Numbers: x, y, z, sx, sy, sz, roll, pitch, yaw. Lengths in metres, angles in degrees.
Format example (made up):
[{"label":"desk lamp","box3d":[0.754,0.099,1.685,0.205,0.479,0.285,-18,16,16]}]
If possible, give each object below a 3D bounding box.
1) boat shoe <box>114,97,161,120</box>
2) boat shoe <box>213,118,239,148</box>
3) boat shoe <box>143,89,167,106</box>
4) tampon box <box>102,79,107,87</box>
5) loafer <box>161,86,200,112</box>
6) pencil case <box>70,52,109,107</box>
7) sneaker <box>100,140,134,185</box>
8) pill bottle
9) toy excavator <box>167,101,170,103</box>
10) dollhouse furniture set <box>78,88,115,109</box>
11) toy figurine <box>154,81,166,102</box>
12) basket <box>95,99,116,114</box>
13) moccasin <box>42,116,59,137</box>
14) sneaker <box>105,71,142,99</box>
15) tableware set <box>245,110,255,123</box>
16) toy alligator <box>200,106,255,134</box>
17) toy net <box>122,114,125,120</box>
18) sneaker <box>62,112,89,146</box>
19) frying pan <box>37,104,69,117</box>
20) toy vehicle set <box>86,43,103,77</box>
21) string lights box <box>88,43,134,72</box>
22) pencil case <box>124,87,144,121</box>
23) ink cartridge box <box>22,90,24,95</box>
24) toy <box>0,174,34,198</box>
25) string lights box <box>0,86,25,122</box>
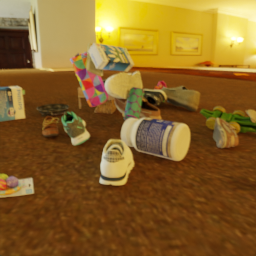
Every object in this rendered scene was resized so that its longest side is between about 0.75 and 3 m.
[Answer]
[{"label":"boat shoe","box3d":[0.417,-0.891,11.487,0.965,0.915,2.547,-24,44,-39]},{"label":"boat shoe","box3d":[3.358,0.196,9.650,0.675,0.712,1.881,6,26,7]},{"label":"boat shoe","box3d":[1.092,-1.645,15.768,0.806,0.856,2.384,-47,28,-21]},{"label":"tampon box","box3d":[-0.709,-2.075,16.196,1.847,1.384,1.166,2,16,7]},{"label":"loafer","box3d":[2.825,-1.728,15.127,1.134,1.006,2.983,32,1,-39]},{"label":"pencil case","box3d":[-1.585,-2.047,11.649,1.026,2.321,1.026,-19,17,6]},{"label":"sneaker","box3d":[-0.274,0.681,7.431,0.858,0.904,2.246,-2,14,0]},{"label":"pill bottle","box3d":[0.793,0.278,8.455,1.895,1.096,1.096,11,19,33]},{"label":"toy excavator","box3d":[3.157,-1.675,16.319,1.457,0.749,1.499,-6,30,-15]},{"label":"dollhouse furniture set","box3d":[-1.100,-1.405,14.185,2.819,1.248,1.461,-3,16,-5]},{"label":"toy figurine","box3d":[1.802,-2.250,16.518,0.916,1.123,1.220,15,-7,31]},{"label":"basket","box3d":[-1.149,-1.278,14.296,0.941,0.902,1.264,4,16,9]},{"label":"moccasin","box3d":[-2.916,-0.083,10.553,0.611,0.644,1.670,-3,16,-12]},{"label":"sneaker","box3d":[-0.349,-1.690,11.387,1.120,1.063,2.782,-3,10,23]},{"label":"tableware set","box3d":[5.210,-0.183,10.467,1.710,0.198,1.428,-9,55,-36]},{"label":"toy alligator","box3d":[4.159,-0.112,10.655,2.937,0.706,0.974,17,48,30]},{"label":"toy net","box3d":[0.248,-0.758,12.627,1.110,0.408,2.115,-8,29,-6]},{"label":"sneaker","box3d":[-1.973,-0.226,9.903,0.814,0.957,2.099,-31,29,-13]},{"label":"frying pan","box3d":[-3.533,-0.799,13.537,1.547,0.416,2.557,-8,19,-23]},{"label":"toy vehicle set","box3d":[-1.303,-2.687,11.082,0.155,1.169,0.726,-15,-23,39]},{"label":"string lights box","box3d":[-0.645,-2.715,10.907,1.692,0.870,0.499,-8,-25,-47]},{"label":"pencil case","box3d":[0.242,-0.867,10.577,0.577,1.357,0.627,-5,-32,30]},{"label":"ink cartridge box","box3d":[-7.116,-1.609,15.728,2.519,0.747,1.308,-5,17,-19]},{"label":"toy","box3d":[-2.930,1.277,6.332,1.455,0.343,0.838,-6,17,-20]},{"label":"string lights box","box3d":[-6.072,-0.968,12.209,2.789,1.433,0.822,-11,19,-34]}]
